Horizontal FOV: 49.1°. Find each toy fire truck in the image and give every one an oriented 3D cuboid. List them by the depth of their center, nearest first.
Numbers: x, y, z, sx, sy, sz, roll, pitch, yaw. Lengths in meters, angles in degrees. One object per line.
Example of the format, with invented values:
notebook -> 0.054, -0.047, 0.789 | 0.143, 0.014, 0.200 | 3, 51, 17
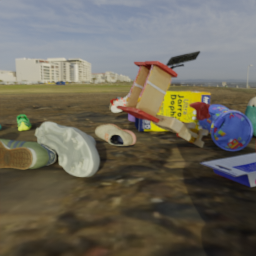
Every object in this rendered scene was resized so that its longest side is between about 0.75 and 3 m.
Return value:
toy fire truck -> -0.432, -1.525, 18.077 | 1.661, 1.214, 1.887 | -5, 21, -27

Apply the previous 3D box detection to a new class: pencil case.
pencil case -> 2.948, -0.129, 8.871 | 1.238, 1.112, 2.849 | 30, 11, 1

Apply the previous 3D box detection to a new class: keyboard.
keyboard -> 1.924, -2.383, 10.061 | 1.297, 0.134, 0.824 | -17, -17, -22

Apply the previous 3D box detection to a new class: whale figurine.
whale figurine -> 5.046, -0.067, 9.243 | 2.558, 1.327, 2.035 | 23, 4, -15

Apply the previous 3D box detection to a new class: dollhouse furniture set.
dollhouse furniture set -> 1.026, -0.550, 6.937 | 2.334, 1.256, 0.949 | 26, -4, -33

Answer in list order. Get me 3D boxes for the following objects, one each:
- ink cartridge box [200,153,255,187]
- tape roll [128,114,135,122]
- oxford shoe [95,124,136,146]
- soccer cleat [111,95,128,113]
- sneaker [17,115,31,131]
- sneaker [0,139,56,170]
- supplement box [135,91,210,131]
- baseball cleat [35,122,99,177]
ink cartridge box -> 2.468, 0.826, 5.667 | 1.922, 0.356, 0.910 | -2, 10, -29
tape roll -> 1.468, -1.007, 13.927 | 2.941, 1.249, 2.941 | -1, 9, 0
oxford shoe -> -0.401, 0.169, 6.645 | 1.174, 0.416, 0.433 | 9, 15, 36
soccer cleat -> -0.063, -1.083, 12.100 | 0.586, 0.656, 1.692 | 35, 60, 24
sneaker -> -4.198, -0.251, 11.316 | 0.533, 0.601, 1.439 | -5, 10, -22
sneaker -> -2.445, 0.610, 6.417 | 1.862, 0.624, 0.836 | 5, 1, 36
supplement box -> 1.702, -0.708, 11.291 | 2.762, 1.503, 1.513 | -1, 9, -5
baseball cleat -> -1.129, 0.404, 6.481 | 1.418, 0.929, 2.665 | 12, 9, -40
